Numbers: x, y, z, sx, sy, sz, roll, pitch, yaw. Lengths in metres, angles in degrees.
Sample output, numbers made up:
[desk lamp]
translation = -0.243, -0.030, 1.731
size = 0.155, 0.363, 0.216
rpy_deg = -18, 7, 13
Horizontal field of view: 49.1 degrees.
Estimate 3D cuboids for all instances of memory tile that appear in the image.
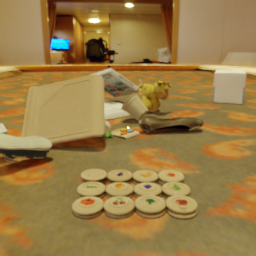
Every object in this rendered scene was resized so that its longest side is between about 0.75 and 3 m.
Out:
[memory tile]
translation = 0.116, 1.331, 6.009
size = 2.440, 0.205, 1.870
rpy_deg = 0, 16, 0

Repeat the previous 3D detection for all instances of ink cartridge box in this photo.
[ink cartridge box]
translation = 5.888, -2.478, 16.386
size = 1.641, 1.685, 2.621
rpy_deg = 5, 16, 18

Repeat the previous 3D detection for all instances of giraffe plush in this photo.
[giraffe plush]
translation = 1.354, -1.674, 13.075
size = 1.345, 1.658, 1.431
rpy_deg = -15, 17, 36

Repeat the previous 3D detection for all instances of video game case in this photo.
[video game case]
translation = -0.794, -2.298, 14.798
size = 2.133, 0.278, 2.343
rpy_deg = 29, -19, -33

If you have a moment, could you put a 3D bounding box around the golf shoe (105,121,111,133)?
[golf shoe]
translation = -1.420, 0.003, 9.773
size = 1.722, 0.649, 0.788
rpy_deg = 10, 42, -15

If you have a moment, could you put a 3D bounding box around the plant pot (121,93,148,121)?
[plant pot]
translation = 0.338, -0.801, 11.641
size = 0.861, 0.941, 0.941
rpy_deg = 45, 31, 10

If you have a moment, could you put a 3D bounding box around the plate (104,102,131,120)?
[plate]
translation = -0.945, -0.869, 13.254
size = 2.228, 0.361, 2.233
rpy_deg = -12, 20, -36

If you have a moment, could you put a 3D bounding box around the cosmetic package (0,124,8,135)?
[cosmetic package]
translation = -3.779, 0.280, 7.469
size = 1.049, 0.388, 0.533
rpy_deg = -22, 37, -28

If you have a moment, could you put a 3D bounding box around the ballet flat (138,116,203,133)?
[ballet flat]
translation = 1.593, -0.065, 10.317
size = 2.452, 0.568, 0.826
rpy_deg = 2, -20, -10

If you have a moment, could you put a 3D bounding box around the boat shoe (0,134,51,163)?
[boat shoe]
translation = -2.979, 0.538, 7.329
size = 1.902, 0.588, 0.712
rpy_deg = 3, 31, -45

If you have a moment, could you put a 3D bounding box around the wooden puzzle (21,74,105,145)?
[wooden puzzle]
translation = -2.058, -0.552, 9.199
size = 2.619, 0.488, 2.423
rpy_deg = -8, 59, 6

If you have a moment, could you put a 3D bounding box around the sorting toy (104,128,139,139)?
[sorting toy]
translation = -0.269, 0.196, 9.931
size = 0.848, 0.169, 1.147
rpy_deg = 15, 21, 40
